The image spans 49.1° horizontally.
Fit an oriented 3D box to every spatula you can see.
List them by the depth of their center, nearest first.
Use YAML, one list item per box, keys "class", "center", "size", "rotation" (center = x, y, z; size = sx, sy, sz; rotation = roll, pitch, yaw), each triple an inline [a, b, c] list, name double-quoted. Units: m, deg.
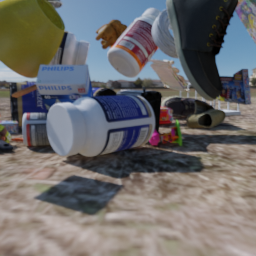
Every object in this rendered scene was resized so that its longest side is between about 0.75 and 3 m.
- class: "spatula"
  center: [-3.644, 0.306, 7.135]
  size: [2.643, 0.272, 0.747]
  rotation: [8, 13, 42]

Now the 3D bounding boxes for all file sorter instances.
- class: "file sorter"
  center: [4.556, -1.693, 15.890]
  size: [2.031, 1.823, 2.927]
  rotation: [-5, 10, -29]

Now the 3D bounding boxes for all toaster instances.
- class: "toaster"
  center: [0.336, -0.462, 8.110]
  size: [0.918, 1.547, 1.399]
  rotation: [9, 12, 27]

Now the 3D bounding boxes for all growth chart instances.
- class: "growth chart"
  center: [1.863, -2.303, 12.503]
  size: [1.785, 0.219, 2.467]
  rotation: [24, -12, 39]

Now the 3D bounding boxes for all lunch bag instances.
- class: "lunch bag"
  center: [0.866, -0.533, 11.355]
  size: [1.824, 0.747, 1.606]
  rotation: [-2, 8, -17]

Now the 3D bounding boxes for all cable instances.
- class: "cable"
  center: [1.383, -2.762, 8.244]
  size: [1.439, 1.439, 0.498]
  rotation: [14, -21, -21]

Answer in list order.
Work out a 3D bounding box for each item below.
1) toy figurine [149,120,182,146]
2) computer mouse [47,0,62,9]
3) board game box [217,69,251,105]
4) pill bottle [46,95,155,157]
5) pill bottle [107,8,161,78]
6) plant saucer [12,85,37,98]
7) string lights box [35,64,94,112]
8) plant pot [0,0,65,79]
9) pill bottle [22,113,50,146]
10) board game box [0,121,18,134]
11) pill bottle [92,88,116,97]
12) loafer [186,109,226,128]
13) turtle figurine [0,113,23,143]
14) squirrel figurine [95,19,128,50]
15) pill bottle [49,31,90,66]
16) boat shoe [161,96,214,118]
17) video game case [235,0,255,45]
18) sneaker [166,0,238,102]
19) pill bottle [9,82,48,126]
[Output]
- class: "toy figurine"
  center: [0.894, 0.213, 7.124]
  size: [0.804, 0.656, 0.873]
  rotation: [-9, -14, 3]
- class: "computer mouse"
  center: [-2.870, -4.298, 9.465]
  size: [1.287, 0.282, 0.705]
  rotation: [-8, -7, -31]
- class: "board game box"
  center: [2.813, -1.109, 7.353]
  size: [0.275, 0.892, 0.892]
  rotation: [-8, 17, -35]
- class: "pill bottle"
  center: [-0.554, -0.067, 6.166]
  size: [2.201, 1.274, 1.274]
  rotation: [-8, 11, -44]
- class: "pill bottle"
  center: [0.420, -3.035, 9.937]
  size: [1.303, 2.378, 1.303]
  rotation: [32, -19, 12]
- class: "plant saucer"
  center: [-2.837, -1.021, 7.778]
  size: [0.779, 0.126, 0.779]
  rotation: [-23, 14, 6]
- class: "string lights box"
  center: [-1.532, -0.646, 7.551]
  size: [1.193, 0.685, 2.322]
  rotation: [0, -33, 2]
- class: "plant pot"
  center: [-2.767, -2.792, 7.972]
  size: [1.598, 2.251, 2.251]
  rotation: [-31, -1, 17]
- class: "pill bottle"
  center: [-1.906, 0.027, 7.119]
  size: [1.406, 0.815, 0.815]
  rotation: [-1, 8, -14]
- class: "board game box"
  center: [-4.243, -0.033, 9.258]
  size: [1.123, 0.347, 1.124]
  rotation: [-2, 8, -23]
- class: "pill bottle"
  center: [-1.734, -1.290, 14.212]
  size: [1.466, 1.466, 2.622]
  rotation: [-6, 10, -37]
- class: "loafer"
  center: [2.958, -0.289, 10.281]
  size: [1.717, 0.653, 0.579]
  rotation: [-14, 14, -22]
- class: "turtle figurine"
  center: [-3.839, -0.126, 6.794]
  size: [2.664, 0.858, 2.148]
  rotation: [25, 19, 7]
- class: "squirrel figurine"
  center: [-0.597, -4.185, 13.061]
  size: [1.535, 1.433, 1.086]
  rotation: [-37, 31, 12]
- class: "pill bottle"
  center: [-2.666, -2.913, 10.139]
  size: [2.405, 1.336, 1.336]
  rotation: [12, 5, -13]
- class: "boat shoe"
  center: [2.977, -1.001, 13.742]
  size: [2.981, 1.072, 0.966]
  rotation: [2, 1, -32]
- class: "video game case"
  center: [3.167, -2.589, 6.282]
  size: [0.262, 2.909, 2.083]
  rotation: [-32, 1, 1]
- class: "sneaker"
  center: [1.985, -2.173, 6.617]
  size: [1.534, 2.888, 1.080]
  rotation: [-21, -7, 37]
- class: "pill bottle"
  center: [-3.037, -0.955, 11.076]
  size: [2.991, 1.673, 1.673]
  rotation: [-3, 9, -22]
